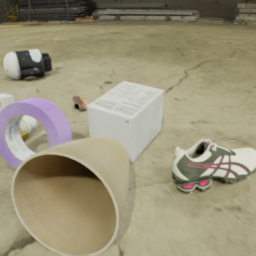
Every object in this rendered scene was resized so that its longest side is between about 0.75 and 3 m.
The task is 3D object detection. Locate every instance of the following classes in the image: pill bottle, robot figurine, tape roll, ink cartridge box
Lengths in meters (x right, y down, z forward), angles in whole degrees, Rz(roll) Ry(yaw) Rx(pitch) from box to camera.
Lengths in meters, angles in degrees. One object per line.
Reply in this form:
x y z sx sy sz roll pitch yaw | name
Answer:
-4.261 0.078 10.452 0.907 0.907 1.614 16 32 29 | pill bottle
-6.295 -3.958 17.616 2.824 1.762 2.122 -13 0 -22 | robot figurine
-2.913 0.255 8.576 2.253 2.253 0.739 8 16 15 | tape roll
-5.751 -0.964 12.318 1.476 1.065 0.618 12 21 22 | ink cartridge box

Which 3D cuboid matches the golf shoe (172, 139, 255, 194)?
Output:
2.630 0.925 8.111 2.895 1.275 1.117 -14 18 -17 | golf shoe

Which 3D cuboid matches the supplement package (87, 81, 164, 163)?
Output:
-0.030 -0.314 10.035 1.759 1.772 2.335 17 37 25 | supplement package

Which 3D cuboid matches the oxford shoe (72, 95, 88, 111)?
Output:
-2.442 -1.211 13.539 0.521 0.509 1.429 -21 34 -27 | oxford shoe

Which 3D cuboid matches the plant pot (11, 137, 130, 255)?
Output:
-0.969 1.231 6.893 2.472 2.472 2.639 8 20 15 | plant pot
